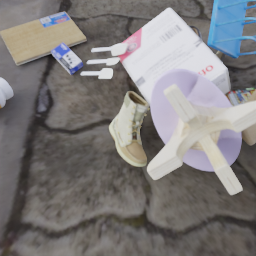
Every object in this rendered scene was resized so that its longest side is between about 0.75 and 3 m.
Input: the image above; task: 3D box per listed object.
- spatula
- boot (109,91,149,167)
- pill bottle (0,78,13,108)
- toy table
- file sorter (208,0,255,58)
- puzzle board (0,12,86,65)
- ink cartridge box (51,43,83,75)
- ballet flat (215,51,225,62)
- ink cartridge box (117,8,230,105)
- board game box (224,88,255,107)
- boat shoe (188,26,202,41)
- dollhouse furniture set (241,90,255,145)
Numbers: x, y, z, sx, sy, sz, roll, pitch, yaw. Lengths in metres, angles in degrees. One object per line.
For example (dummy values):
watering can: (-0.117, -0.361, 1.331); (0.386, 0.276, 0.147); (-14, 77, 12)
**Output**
spatula: (-0.710, -1.855, 7.778); (1.585, 0.127, 1.102); (14, 79, 50)
boot: (0.148, 0.004, 6.455); (0.558, 1.196, 1.547); (3, 39, -34)
pill bottle: (-3.736, -0.716, 7.280); (0.770, 0.770, 1.374); (36, 57, 22)
toy table: (1.455, 0.070, 5.600); (2.565, 2.357, 1.502); (42, 18, -10)
file sorter: (2.840, -2.752, 6.713); (1.090, 1.233, 1.777); (9, 91, 50)
puzzle board: (-2.811, -3.010, 9.288); (2.358, 0.205, 1.777); (-25, 59, -17)
ink cartridge box: (-1.868, -2.122, 8.556); (0.485, 0.228, 1.032); (-39, 66, -9)
ballet flat: (2.446, -1.727, 8.147); (0.405, 0.588, 1.745); (19, 58, 19)
ink cartridge box: (1.084, -1.547, 7.343); (1.918, 1.084, 2.618); (-34, 59, 9)
board game box: (2.586, -0.522, 7.546); (2.090, 0.245, 1.095); (-8, 57, -5)
boat shoe: (1.788, -2.087, 8.326); (0.880, 0.719, 2.383); (12, 56, 8)
dollhouse furniture set: (3.816, -0.785, 6.917); (1.898, 2.674, 2.119); (27, 19, -20)
